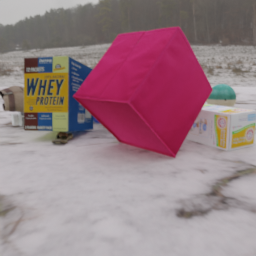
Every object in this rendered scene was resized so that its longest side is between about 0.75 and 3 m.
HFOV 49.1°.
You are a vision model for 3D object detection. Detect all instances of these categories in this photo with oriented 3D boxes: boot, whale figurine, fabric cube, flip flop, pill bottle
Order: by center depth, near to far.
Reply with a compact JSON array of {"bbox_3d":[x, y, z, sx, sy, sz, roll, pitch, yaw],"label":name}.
[{"bbox_3d":[0.457,-0.969,7.799,2.406,2.399,2.361,13,-25,47],"label":"fabric cube"},{"bbox_3d":[-2.113,0.276,9.071,0.490,0.348,1.207,2,11,10],"label":"flip flop"},{"bbox_3d":[-4.094,-0.840,10.996,1.495,0.718,2.045,-12,56,-41],"label":"boot"},{"bbox_3d":[-4.369,-0.409,11.922,1.051,0.594,0.594,-7,13,-31],"label":"pill bottle"},{"bbox_3d":[6.042,-2.208,18.722,2.284,1.490,2.871,0,12,2],"label":"whale figurine"}]

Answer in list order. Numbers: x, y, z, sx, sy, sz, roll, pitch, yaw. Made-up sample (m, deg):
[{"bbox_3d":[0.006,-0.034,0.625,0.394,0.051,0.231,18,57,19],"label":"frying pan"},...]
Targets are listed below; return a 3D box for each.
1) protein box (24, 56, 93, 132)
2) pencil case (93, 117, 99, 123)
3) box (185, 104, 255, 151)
[{"bbox_3d":[-2.336,-1.090,9.899,1.583,2.346,2.329,1,2,13],"label":"protein box"},{"bbox_3d":[-1.499,-0.737,13.142,0.859,0.772,1.978,-2,12,-17],"label":"pencil case"},{"bbox_3d":[2.811,-0.095,8.988,1.211,1.091,2.153,-7,13,-28],"label":"box"}]
